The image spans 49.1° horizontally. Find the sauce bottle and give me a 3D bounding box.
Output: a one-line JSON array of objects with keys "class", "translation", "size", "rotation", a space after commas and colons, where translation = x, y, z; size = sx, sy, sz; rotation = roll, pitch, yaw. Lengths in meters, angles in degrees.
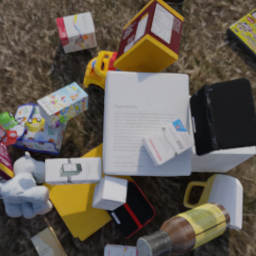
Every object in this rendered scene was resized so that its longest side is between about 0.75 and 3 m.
[{"class": "sauce bottle", "translation": [1.459, 2.636, 7.143], "size": [2.786, 0.901, 0.901], "rotation": [-5, 68, -36]}]

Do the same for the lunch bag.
[{"class": "lunch bag", "translation": [-3.210, 0.001, 9.815], "size": [1.778, 1.101, 1.511], "rotation": [8, 60, 2]}]

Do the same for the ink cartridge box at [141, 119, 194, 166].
[{"class": "ink cartridge box", "translation": [1.006, 0.383, 7.226], "size": [1.093, 0.461, 0.798], "rotation": [-28, 85, -11]}]

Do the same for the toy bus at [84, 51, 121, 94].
[{"class": "toy bus", "translation": [-0.632, -2.092, 10.130], "size": [2.064, 1.981, 1.400], "rotation": [13, 74, 6]}]

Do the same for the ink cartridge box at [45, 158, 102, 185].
[{"class": "ink cartridge box", "translation": [-1.547, 1.290, 8.159], "size": [1.541, 1.125, 0.648], "rotation": [-1, 74, -5]}]

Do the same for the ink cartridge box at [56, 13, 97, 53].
[{"class": "ink cartridge box", "translation": [-2.020, -3.783, 11.179], "size": [1.367, 0.993, 0.989], "rotation": [-14, 72, -4]}]

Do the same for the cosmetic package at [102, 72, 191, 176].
[{"class": "cosmetic package", "translation": [0.434, 0.028, 8.682], "size": [2.378, 2.376, 2.882], "rotation": [2, 81, -6]}]

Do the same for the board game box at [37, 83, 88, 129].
[{"class": "board game box", "translation": [-2.149, -0.748, 9.329], "size": [1.454, 0.749, 0.763], "rotation": [-33, 64, -27]}]

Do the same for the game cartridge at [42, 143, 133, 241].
[{"class": "game cartridge", "translation": [-1.213, 2.129, 9.551], "size": [2.621, 0.425, 2.311], "rotation": [-34, 75, -10]}]

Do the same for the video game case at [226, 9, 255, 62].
[{"class": "video game case", "translation": [5.621, -3.771, 11.550], "size": [2.128, 0.300, 2.354], "rotation": [-36, 76, -11]}]

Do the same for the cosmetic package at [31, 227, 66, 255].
[{"class": "cosmetic package", "translation": [-2.495, 3.901, 8.960], "size": [0.656, 0.444, 1.248], "rotation": [-34, 75, -10]}]

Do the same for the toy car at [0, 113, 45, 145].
[{"class": "toy car", "translation": [-3.199, 0.000, 7.903], "size": [1.484, 1.397, 0.331], "rotation": [-26, 68, -2]}]

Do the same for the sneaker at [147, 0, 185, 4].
[{"class": "sneaker", "translation": [1.515, -5.832, 12.105], "size": [1.888, 0.687, 0.799], "rotation": [9, 59, -3]}]

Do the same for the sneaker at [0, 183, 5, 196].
[{"class": "sneaker", "translation": [-4.319, 1.985, 9.613], "size": [1.503, 0.563, 0.749], "rotation": [3, 57, -3]}]

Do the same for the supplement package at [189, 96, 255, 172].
[{"class": "supplement package", "translation": [2.594, 0.304, 9.057], "size": [1.833, 2.415, 1.819], "rotation": [1, 69, -1]}]

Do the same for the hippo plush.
[{"class": "hippo plush", "translation": [-3.434, 1.868, 9.268], "size": [2.081, 1.657, 1.673], "rotation": [19, 40, -17]}]

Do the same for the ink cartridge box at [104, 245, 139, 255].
[{"class": "ink cartridge box", "translation": [-0.121, 4.221, 8.800], "size": [1.272, 0.545, 0.939], "rotation": [5, 73, 3]}]

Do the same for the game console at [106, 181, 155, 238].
[{"class": "game console", "translation": [0.027, 2.604, 9.108], "size": [1.297, 0.228, 1.466], "rotation": [-35, 82, -9]}]

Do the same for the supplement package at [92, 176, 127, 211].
[{"class": "supplement package", "translation": [-0.519, 1.818, 7.706], "size": [0.646, 1.135, 0.622], "rotation": [15, 60, -15]}]

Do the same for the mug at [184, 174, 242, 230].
[{"class": "mug", "translation": [2.815, 2.249, 8.967], "size": [1.777, 1.423, 1.459], "rotation": [17, 73, 6]}]

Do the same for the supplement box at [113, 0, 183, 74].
[{"class": "supplement box", "translation": [0.628, -2.675, 8.733], "size": [1.168, 1.734, 1.758], "rotation": [27, 61, -26]}]

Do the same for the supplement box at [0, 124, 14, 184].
[{"class": "supplement box", "translation": [-5.021, 0.705, 9.265], "size": [1.702, 1.341, 2.599], "rotation": [-21, 60, -6]}]

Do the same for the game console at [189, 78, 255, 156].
[{"class": "game console", "translation": [2.308, -0.218, 6.988], "size": [0.972, 1.469, 1.670], "rotation": [0, 75, -12]}]
